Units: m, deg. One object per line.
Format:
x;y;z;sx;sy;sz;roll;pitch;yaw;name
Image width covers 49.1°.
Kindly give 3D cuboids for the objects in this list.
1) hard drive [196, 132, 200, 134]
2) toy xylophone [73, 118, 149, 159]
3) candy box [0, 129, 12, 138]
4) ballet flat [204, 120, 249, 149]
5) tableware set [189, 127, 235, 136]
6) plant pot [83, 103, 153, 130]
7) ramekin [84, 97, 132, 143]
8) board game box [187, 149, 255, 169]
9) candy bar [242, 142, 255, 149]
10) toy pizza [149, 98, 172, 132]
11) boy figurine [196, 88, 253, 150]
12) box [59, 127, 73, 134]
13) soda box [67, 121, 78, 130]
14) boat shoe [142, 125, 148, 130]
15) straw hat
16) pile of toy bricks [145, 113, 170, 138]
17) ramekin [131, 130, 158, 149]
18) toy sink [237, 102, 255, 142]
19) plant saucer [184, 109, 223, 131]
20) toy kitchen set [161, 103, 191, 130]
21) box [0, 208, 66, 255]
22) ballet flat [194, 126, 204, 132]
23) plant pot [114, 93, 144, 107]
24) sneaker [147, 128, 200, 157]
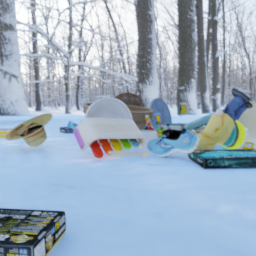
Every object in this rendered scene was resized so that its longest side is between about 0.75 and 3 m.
2.473;0.315;11.798;1.299;0.306;1.861;-2;4;-32;hard drive
-0.358;0.315;7.578;2.138;0.537;1.566;7;39;-31;toy xylophone
-5.704;0.230;12.515;2.498;0.330;1.277;-1;9;2;candy box
3.585;0.141;9.796;0.997;0.994;2.975;14;6;-4;ballet flat
2.116;0.419;9.115;1.619;0.491;2.449;-16;5;-21;tableware set
-0.439;-0.229;11.354;2.835;1.309;2.835;5;10;-1;plant pot
-0.695;-0.186;9.074;1.538;1.538;0.807;-1;0;-17;ramekin
2.490;0.717;6.673;1.855;0.261;1.254;0;5;-5;board game box
3.938;0.580;9.137;0.359;0.160;1.441;9;8;25;candy bar
1.469;-0.499;13.155;0.287;1.812;1.812;-14;-6;40;toy pizza
2.452;-0.028;7.516;0.649;2.016;1.253;45;8;39;boy figurine
-2.967;0.071;14.868;1.124;0.287;0.887;-7;8;-33;box
-2.586;-0.028;14.152;0.932;0.316;0.299;21;-7;10;soda box
0.836;0.172;12.776;0.485;0.588;1.715;40;3;10;boat shoe
-2.976;0.220;8.872;1.618;0.685;1.618;-18;25;9;straw hat
1.134;0.149;10.044;0.786;1.416;0.699;-18;45;11;pile of toy bricks
0.517;0.376;9.388;1.041;0.546;1.041;0;5;0;ramekin
5.410;-0.337;11.891;1.850;1.590;2.838;2;5;23;toy sink
3.036;-0.308;10.659;2.098;0.288;2.098;-21;-6;-2;plant saucer
2.120;-0.499;12.349;0.906;1.232;1.538;3;4;26;toy kitchen set
-1.199;1.020;2.681;0.995;0.245;0.794;0;6;6;box
3.825;0.029;13.192;2.107;0.732;0.732;-4;6;-43;ballet flat
0.060;-0.817;16.503;2.258;2.258;2.415;-1;14;-7;plant pot
1.049;0.279;7.195;1.554;0.609;0.699;-16;-54;46;sneaker
